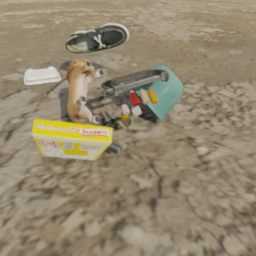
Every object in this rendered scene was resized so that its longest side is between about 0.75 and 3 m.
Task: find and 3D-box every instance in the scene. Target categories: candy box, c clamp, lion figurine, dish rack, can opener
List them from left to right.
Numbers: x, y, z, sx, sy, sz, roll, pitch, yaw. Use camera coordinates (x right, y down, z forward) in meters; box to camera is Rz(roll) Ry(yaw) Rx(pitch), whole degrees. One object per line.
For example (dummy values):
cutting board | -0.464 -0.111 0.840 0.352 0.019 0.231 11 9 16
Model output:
dish rack | -4.182 -2.563 13.549 1.685 0.367 1.446 -11 34 -16
candy box | -1.365 0.396 6.702 1.519 0.393 2.972 9 -15 -12
lion figurine | -1.405 -0.998 8.076 0.885 2.442 1.496 23 -22 -35
can opener | -0.803 0.416 7.908 1.434 0.477 0.378 20 29 21
c clamp | 0.218 -1.235 7.625 2.236 0.303 1.911 -21 22 -23

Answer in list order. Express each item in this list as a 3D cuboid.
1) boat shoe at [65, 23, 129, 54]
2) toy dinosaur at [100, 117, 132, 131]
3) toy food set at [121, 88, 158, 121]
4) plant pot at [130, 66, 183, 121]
boat shoe | -1.289 -3.479 11.285 2.732 1.033 0.824 -3 38 31
toy dinosaur | -0.366 -0.102 8.357 0.881 0.475 2.000 -9 5 5
toy food set | 0.168 -0.589 6.436 0.933 0.445 0.420 -30 58 17
plant pot | 1.048 -1.296 9.599 1.346 1.677 1.677 -43 38 4
